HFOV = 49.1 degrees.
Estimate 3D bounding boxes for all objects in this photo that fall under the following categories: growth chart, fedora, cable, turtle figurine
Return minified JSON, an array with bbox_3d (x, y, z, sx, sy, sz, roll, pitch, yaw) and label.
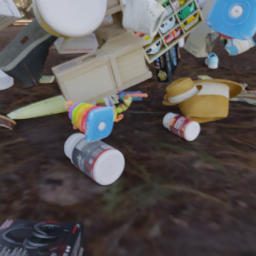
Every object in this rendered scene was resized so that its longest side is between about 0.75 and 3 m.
[{"bbox_3d":[-1.231,-1.213,11.817,1.761,0.216,2.433,-2,24,-5],"label":"growth chart"},{"bbox_3d":[1.144,-0.834,6.133,0.932,0.380,0.932,-24,16,8],"label":"fedora"},{"bbox_3d":[-6.830,-2.362,13.671,2.295,0.794,2.295,-9,26,-22],"label":"cable"},{"bbox_3d":[2.469,-0.755,9.198,2.628,1.072,2.628,-3,-11,-1],"label":"fedora"},{"bbox_3d":[-0.762,-0.548,9.490,2.655,0.855,2.141,-29,23,-17],"label":"turtle figurine"}]

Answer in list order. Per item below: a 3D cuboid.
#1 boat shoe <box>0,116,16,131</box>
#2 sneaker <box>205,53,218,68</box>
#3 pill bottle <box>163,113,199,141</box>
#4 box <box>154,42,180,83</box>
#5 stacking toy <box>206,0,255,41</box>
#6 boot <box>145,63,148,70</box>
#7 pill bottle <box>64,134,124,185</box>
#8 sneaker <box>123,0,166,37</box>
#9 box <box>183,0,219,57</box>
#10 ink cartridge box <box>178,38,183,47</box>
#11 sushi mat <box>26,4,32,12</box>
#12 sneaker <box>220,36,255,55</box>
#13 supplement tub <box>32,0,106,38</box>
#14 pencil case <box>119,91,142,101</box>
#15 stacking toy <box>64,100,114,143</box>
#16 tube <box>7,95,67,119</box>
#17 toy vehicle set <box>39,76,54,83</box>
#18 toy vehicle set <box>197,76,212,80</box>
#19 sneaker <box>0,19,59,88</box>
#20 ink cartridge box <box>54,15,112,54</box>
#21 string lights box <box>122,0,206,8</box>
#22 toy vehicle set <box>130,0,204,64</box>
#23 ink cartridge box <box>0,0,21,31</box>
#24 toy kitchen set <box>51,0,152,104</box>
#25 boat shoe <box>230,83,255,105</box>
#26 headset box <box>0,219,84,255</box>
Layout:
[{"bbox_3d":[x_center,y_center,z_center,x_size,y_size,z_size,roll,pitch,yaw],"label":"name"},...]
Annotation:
[{"bbox_3d":[-4.501,-0.077,8.891,1.965,0.692,0.691,7,63,20],"label":"boat shoe"},{"bbox_3d":[5.526,-4.505,18.335,0.756,0.838,2.046,3,25,4],"label":"sneaker"},{"bbox_3d":[1.640,-0.066,8.806,0.606,0.606,1.107,-16,28,-31],"label":"pill bottle"},{"bbox_3d":[1.168,-2.487,8.652,0.404,1.758,1.397,7,46,26],"label":"box"},{"bbox_3d":[2.569,-2.564,6.758,1.091,1.031,1.879,27,15,13],"label":"stacking toy"},{"bbox_3d":[0.613,-4.144,16.197,1.087,1.941,2.807,4,24,9],"label":"boot"},{"bbox_3d":[-0.870,0.697,6.809,0.860,0.860,1.485,-20,30,-37],"label":"pill bottle"},{"bbox_3d":[0.371,-2.367,5.049,0.797,1.379,0.508,29,46,24],"label":"sneaker"},{"bbox_3d":[2.445,-3.069,8.414,0.739,1.798,0.615,-18,53,-42],"label":"box"},{"bbox_3d":[1.442,-4.865,12.753,1.997,2.457,0.701,2,18,24],"label":"ink cartridge box"},{"bbox_3d":[-3.247,-4.617,9.985,0.072,1.191,0.570,37,6,-32],"label":"sushi mat"},{"bbox_3d":[3.147,-2.802,8.403,0.762,0.722,1.886,-27,27,24],"label":"sneaker"},{"bbox_3d":[-1.381,-2.740,6.247,1.402,1.402,1.928,-9,19,-19],"label":"supplement tub"},{"bbox_3d":[0.097,-1.363,11.859,0.977,0.452,0.416,1,50,7],"label":"pencil case"},{"bbox_3d":[-0.842,-0.256,5.160,1.097,0.637,0.602,31,32,34],"label":"stacking toy"},{"bbox_3d":[-3.093,-0.724,10.357,2.562,0.743,0.665,-18,67,-29],"label":"tube"},{"bbox_3d":[-4.336,-2.593,14.973,0.588,0.125,0.946,-2,24,-4],"label":"toy vehicle set"},{"bbox_3d":[4.165,-2.641,15.087,0.541,0.116,0.871,-5,25,-10],"label":"toy vehicle set"},{"bbox_3d":[-2.635,-2.261,8.215,2.265,1.203,0.847,-42,65,-5],"label":"sneaker"},{"bbox_3d":[-1.703,-3.792,9.654,1.514,2.057,1.488,-12,70,-35],"label":"ink cartridge box"},{"bbox_3d":[1.031,-4.394,9.036,2.978,0.878,1.530,1,26,-3],"label":"string lights box"},{"bbox_3d":[1.000,-2.767,7.411,1.904,1.183,0.252,-37,35,2],"label":"toy vehicle set"},{"bbox_3d":[-4.329,-3.782,8.923,0.997,0.980,1.354,-24,13,12],"label":"ink cartridge box"},{"bbox_3d":[-1.019,-2.100,6.784,2.161,1.954,2.395,-26,38,-13],"label":"toy kitchen set"},{"bbox_3d":[4.810,-1.536,11.870,2.084,0.748,0.789,14,28,29],"label":"boat shoe"},{"bbox_3d":[-1.503,1.920,4.232,1.475,0.570,1.098,3,12,4],"label":"headset box"}]
